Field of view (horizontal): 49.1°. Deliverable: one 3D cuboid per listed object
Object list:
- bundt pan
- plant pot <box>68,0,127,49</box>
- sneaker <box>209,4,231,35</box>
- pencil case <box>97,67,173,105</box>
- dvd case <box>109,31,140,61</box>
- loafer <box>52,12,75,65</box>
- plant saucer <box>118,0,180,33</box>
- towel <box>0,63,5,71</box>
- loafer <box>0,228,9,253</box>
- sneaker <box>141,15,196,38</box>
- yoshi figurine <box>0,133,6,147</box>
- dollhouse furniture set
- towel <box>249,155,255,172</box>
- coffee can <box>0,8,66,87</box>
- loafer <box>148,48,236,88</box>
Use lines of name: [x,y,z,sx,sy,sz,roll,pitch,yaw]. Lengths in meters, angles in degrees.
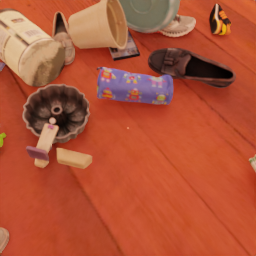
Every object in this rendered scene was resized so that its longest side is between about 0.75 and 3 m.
bundt pan: [-2.012,-0.343,8.057,1.848,0.694,1.848,2,61,-4]
plant pot: [-1.091,-3.480,9.708,1.615,1.764,1.764,-5,52,23]
sneaker: [3.649,-4.211,10.995,0.726,0.564,1.613,13,56,-7]
pencil case: [0.181,-1.248,8.368,2.304,0.899,1.000,6,46,-5]
dvd case: [-0.230,-3.062,10.385,0.991,0.122,1.389,-13,56,-10]
loafer: [-2.453,-3.293,10.166,0.836,0.731,2.327,-11,55,-6]
plant saucer: [0.493,-4.390,9.669,2.529,2.529,0.347,15,51,10]
towel: [-4.773,-2.090,9.740,0.809,0.096,0.586,9,53,4]
loafer: [-3.398,2.795,6.020,1.694,0.533,0.609,-38,63,-23]
sneaker: [1.395,-4.075,10.589,2.317,0.952,0.902,4,55,2]
yoshi figurine: [-3.764,0.227,7.805,0.623,0.621,1.109,-21,60,-22]
dollhouse furniture set: [-1.601,0.475,7.274,1.534,1.216,1.089,14,61,1]
towel: [3.752,1.373,6.745,1.198,0.247,1.606,7,44,-25]
coffee can: [-3.379,-2.621,9.134,1.642,1.642,2.243,-38,64,-24]
loafer: [2.008,-1.964,8.839,2.827,0.890,1.016,15,96,4]
